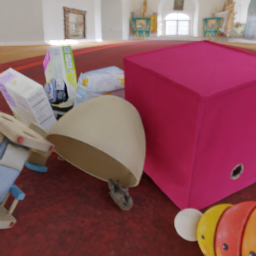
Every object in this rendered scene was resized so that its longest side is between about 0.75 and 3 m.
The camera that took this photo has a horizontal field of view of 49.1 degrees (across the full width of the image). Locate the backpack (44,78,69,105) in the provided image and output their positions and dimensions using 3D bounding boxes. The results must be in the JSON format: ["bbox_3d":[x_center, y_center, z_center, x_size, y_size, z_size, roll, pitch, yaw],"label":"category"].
[{"bbox_3d":[-2.299,-1.153,8.783,0.643,0.795,0.835,11,-11,-39],"label":"backpack"}]

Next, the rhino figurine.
[{"bbox_3d":[-0.250,1.539,6.633,0.357,0.523,1.195,-24,21,-19],"label":"rhino figurine"}]

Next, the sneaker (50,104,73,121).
[{"bbox_3d":[-2.556,-0.457,11.259,2.801,1.032,1.120,-9,-3,-12],"label":"sneaker"}]

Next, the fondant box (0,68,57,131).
[{"bbox_3d":[-3.149,-0.586,9.059,1.665,2.308,0.672,29,56,29],"label":"fondant box"}]

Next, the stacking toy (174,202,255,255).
[{"bbox_3d":[1.851,1.955,4.893,1.805,1.805,2.470,-21,11,-41],"label":"stacking toy"}]

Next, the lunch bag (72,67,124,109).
[{"bbox_3d":[-0.962,-0.710,9.519,1.708,2.279,2.687,27,33,22],"label":"lunch bag"}]

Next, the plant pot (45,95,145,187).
[{"bbox_3d":[-0.518,0.154,6.626,2.323,2.323,1.560,13,63,29],"label":"plant pot"}]

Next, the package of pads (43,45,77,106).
[{"bbox_3d":[-3.010,-2.062,12.276,1.012,2.292,2.967,-9,2,-20],"label":"package of pads"}]

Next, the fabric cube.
[{"bbox_3d":[1.828,-0.294,7.226,2.941,2.989,2.998,-17,35,-26],"label":"fabric cube"}]

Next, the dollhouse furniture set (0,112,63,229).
[{"bbox_3d":[-2.429,1.032,6.822,1.987,1.998,2.836,26,-1,36],"label":"dollhouse furniture set"}]
